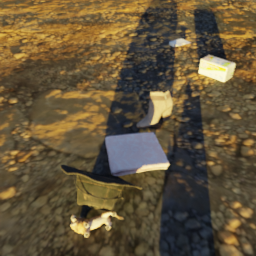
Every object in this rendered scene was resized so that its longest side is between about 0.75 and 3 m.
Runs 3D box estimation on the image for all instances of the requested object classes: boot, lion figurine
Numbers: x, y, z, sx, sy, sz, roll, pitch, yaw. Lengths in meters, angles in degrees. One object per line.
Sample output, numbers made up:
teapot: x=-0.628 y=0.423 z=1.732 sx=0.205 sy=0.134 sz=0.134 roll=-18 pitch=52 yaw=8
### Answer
boot: x=0.961 y=-0.745 z=10.422 sx=1.641 sy=1.199 sz=0.576 roll=-18 pitch=21 yaw=-29
lion figurine: x=-0.798 y=2.328 z=6.965 sx=1.268 sy=0.460 sz=0.777 roll=-9 pitch=-2 yaw=-13

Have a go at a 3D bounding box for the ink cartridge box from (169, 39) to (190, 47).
ink cartridge box: x=3.139 y=-5.099 z=16.978 sx=1.003 sy=0.218 sz=0.871 roll=-23 pitch=44 yaw=-27

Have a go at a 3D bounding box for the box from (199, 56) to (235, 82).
box: x=4.306 y=-2.912 z=13.692 sx=1.446 sy=0.733 sz=0.813 roll=31 pitch=46 yaw=34

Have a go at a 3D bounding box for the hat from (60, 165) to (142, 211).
hat: x=-0.802 y=1.672 z=7.355 sx=2.345 sy=2.345 sz=0.946 roll=11 pitch=83 yaw=14

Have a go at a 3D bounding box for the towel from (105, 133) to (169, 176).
towel: x=0.218 y=0.799 z=9.098 sx=1.786 sy=0.301 sz=1.870 roll=-6 pitch=32 yaw=-8
